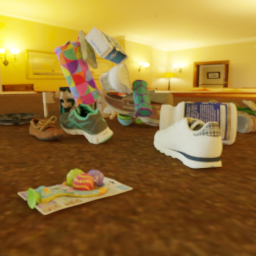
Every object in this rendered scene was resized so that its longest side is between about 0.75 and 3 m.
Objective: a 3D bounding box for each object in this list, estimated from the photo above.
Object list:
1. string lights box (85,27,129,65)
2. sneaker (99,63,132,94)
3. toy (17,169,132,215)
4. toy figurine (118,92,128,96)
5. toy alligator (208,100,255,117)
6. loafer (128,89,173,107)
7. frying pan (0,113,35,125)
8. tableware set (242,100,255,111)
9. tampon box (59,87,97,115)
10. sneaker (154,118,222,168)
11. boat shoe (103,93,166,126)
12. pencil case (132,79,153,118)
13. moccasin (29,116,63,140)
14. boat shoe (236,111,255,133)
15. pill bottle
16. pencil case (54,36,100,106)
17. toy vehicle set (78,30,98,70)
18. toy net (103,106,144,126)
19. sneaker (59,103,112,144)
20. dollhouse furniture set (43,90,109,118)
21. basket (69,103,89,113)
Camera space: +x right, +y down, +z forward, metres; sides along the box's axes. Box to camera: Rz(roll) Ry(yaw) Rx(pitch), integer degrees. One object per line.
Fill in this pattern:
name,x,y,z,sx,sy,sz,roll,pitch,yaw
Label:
string lights box,-0.677,-2.717,9.537,0.499,0.870,1.692,-40,-11,18
sneaker,-0.472,-1.661,9.996,1.120,1.063,2.782,-8,6,2
toy,-0.741,0.815,4.096,1.455,0.343,0.838,-9,13,-42
toy figurine,-0.381,-1.717,15.587,0.916,1.123,1.220,6,-18,11
toy alligator,4.134,-0.465,10.839,2.937,0.706,0.974,8,36,10
loafer,1.121,-1.434,14.630,2.983,1.006,1.134,16,-19,34
frying pan,-4.107,-0.318,10.727,2.557,0.416,1.547,11,15,43
tableware set,5.169,-0.623,11.059,1.428,0.198,1.710,44,26,19
tampon box,-2.576,-1.429,14.346,1.847,1.384,1.166,-2,10,-14
sneaker,1.265,0.197,6.148,0.858,0.904,2.246,-6,9,-22
boat shoe,0.285,-0.905,10.299,2.547,0.915,0.965,21,24,18
pencil case,0.452,-0.982,9.390,0.577,1.357,0.627,-11,-35,8
moccasin,-2.387,-0.014,8.129,0.611,0.644,1.670,-6,11,-34
boat shoe,3.784,-0.234,9.586,0.675,0.712,1.881,1,18,-14
pill bottle,1.845,-0.142,7.526,1.895,1.096,1.096,3,10,12
pencil case,-1.748,-1.907,9.815,1.026,2.321,1.026,-17,18,6
toy vehicle set,-1.348,-2.627,9.454,0.155,1.169,0.726,-20,-23,17
toy net,-0.269,-0.623,11.278,1.110,0.408,2.115,-13,27,-29
sneaker,-1.293,-0.294,7.890,2.099,0.957,0.814,15,42,42
dollhouse furniture set,-2.146,-0.988,12.280,2.819,1.248,1.461,-6,11,-27
basket,-2.219,-0.846,12.353,0.941,0.902,1.264,-1,9,-12
